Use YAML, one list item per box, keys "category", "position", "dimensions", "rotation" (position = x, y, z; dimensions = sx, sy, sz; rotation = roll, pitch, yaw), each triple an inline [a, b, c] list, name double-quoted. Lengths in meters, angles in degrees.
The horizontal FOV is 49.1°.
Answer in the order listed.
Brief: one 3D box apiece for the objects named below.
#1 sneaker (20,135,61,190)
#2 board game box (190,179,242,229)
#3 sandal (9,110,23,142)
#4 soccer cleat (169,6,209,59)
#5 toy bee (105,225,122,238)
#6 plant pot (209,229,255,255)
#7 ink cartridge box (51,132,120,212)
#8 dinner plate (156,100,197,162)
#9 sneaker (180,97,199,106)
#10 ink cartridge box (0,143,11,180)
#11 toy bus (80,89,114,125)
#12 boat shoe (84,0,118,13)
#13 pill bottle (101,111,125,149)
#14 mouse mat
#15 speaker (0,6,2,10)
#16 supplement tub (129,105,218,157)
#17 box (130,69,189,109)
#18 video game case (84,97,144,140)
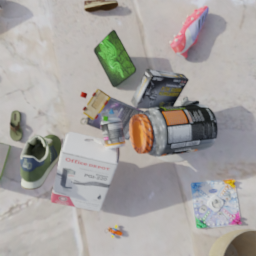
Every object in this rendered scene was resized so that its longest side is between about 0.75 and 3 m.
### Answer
- category: "sneaker"
  position: [-3.087, 0.768, 10.134]
  dimensions: [0.992, 2.960, 1.329]
  rotation: [5, 120, 1]
- category: "board game box"
  position: [3.525, 3.045, 11.246]
  dimensions: [1.828, 0.237, 1.829]
  rotation: [-5, 81, -1]
- category: "sandal"
  position: [-4.750, -0.093, 11.688]
  dimensions: [0.538, 0.387, 1.355]
  rotation: [-8, 81, -1]
- category: "soccer cleat"
  position: [2.800, -4.218, 12.260]
  dimensions: [0.987, 0.861, 2.582]
  rotation: [43, 75, -26]
- category: "toy bee"
  position: [-0.608, 4.036, 11.051]
  dimensions: [0.753, 0.409, 0.493]
  rotation: [46, 74, -18]
- category: "plant pot"
  position: [3.919, 4.878, 10.045]
  dimensions: [2.592, 1.740, 2.592]
  rotation: [3, 78, -17]
- category: "ink cartridge box"
  position: [-1.576, 1.642, 10.097]
  dimensions: [1.945, 1.132, 2.670]
  rotation: [13, 123, -10]
- category: "dinner plate"
  position: [1.871, 0.089, 11.708]
  dimensions: [2.675, 0.324, 2.675]
  rotation: [0, 80, -1]
- category: "sneaker"
  position: [2.445, -1.073, 11.258]
  dimensions: [0.334, 0.890, 0.514]
  rotation: [30, 55, -38]
- category: "ink cartridge box"
  position: [-5.508, 1.286, 10.433]
  dimensions: [0.910, 2.403, 1.776]
  rotation: [13, 81, 2]
- category: "toy bus"
  position: [-1.034, -0.707, 9.024]
  dimensions: [1.110, 0.574, 1.047]
  rotation: [-9, 98, 4]
- category: "boat shoe"
  position: [-1.223, -5.596, 12.539]
  dimensions: [1.548, 0.558, 0.557]
  rotation: [-7, 82, 5]
- category: "pill bottle"
  position: [-0.522, 0.069, 9.305]
  dimensions: [0.705, 0.705, 1.212]
  rotation: [-11, 88, -2]
- category: "mouse mat"
  position: [-0.589, -2.806, 11.552]
  dimensions: [0.073, 1.564, 1.944]
  rotation: [-25, 87, -46]
- category: "speaker"
  position: [-6.833, -5.105, 12.235]
  dimensions: [2.417, 0.981, 0.981]
  rotation: [-30, 82, -5]
- category: "supplement tub"
  position: [1.626, 0.090, 10.273]
  dimensions: [2.905, 1.780, 1.780]
  rotation: [-5, 80, -22]
- category: "box"
  position: [1.149, -1.345, 10.162]
  dimensions: [1.798, 1.424, 0.435]
  rotation: [0, 41, -35]
- category: "video game case"
  position: [-0.495, -0.384, 10.597]
  dimensions: [1.914, 0.182, 1.367]
  rotation: [22, 115, -22]
